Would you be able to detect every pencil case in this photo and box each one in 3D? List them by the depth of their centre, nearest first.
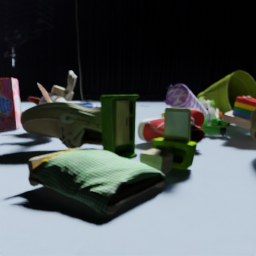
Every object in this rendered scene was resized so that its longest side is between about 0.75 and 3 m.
[{"bbox_3d":[1.795,-0.597,8.423,1.788,0.764,0.750,33,15,-45],"label":"pencil case"}]

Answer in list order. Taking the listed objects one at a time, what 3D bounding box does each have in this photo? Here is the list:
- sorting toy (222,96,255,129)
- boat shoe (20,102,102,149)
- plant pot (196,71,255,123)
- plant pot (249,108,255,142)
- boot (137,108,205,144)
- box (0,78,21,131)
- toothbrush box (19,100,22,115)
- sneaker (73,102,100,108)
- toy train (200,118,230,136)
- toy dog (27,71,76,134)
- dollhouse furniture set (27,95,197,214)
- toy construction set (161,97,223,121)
[{"bbox_3d":[3.817,-0.307,7.543,2.019,0.707,2.031,20,15,25],"label":"sorting toy"},{"bbox_3d":[-1.134,0.026,6.012,2.401,0.780,0.866,4,-38,-6],"label":"boat shoe"},{"bbox_3d":[3.704,-0.952,10.853,1.990,1.990,1.916,-5,-6,-33],"label":"plant pot"},{"bbox_3d":[3.338,-0.621,5.179,1.981,1.728,1.981,10,-21,4],"label":"plant pot"},{"bbox_3d":[1.522,0.021,6.855,2.155,0.780,1.555,-15,15,-35],"label":"boot"},{"bbox_3d":[-4.123,-0.787,9.373,0.798,1.686,0.865,-4,7,-10],"label":"box"},{"bbox_3d":[-4.451,-0.950,10.633,0.595,1.382,1.006,-11,-19,-26],"label":"toothbrush box"},{"bbox_3d":[-1.104,-0.585,10.039,2.155,0.868,1.578,-10,27,-22],"label":"sneaker"},{"bbox_3d":[2.041,-0.039,8.169,1.801,0.508,0.376,2,5,17],"label":"toy train"},{"bbox_3d":[-2.531,-0.659,8.584,1.397,1.913,2.900,14,-12,-11],"label":"toy dog"},{"bbox_3d":[-0.117,0.132,3.944,1.480,1.134,2.260,7,10,35],"label":"dollhouse furniture set"},{"bbox_3d":[2.160,-0.523,9.361,1.969,0.907,1.291,-1,13,23],"label":"toy construction set"}]
